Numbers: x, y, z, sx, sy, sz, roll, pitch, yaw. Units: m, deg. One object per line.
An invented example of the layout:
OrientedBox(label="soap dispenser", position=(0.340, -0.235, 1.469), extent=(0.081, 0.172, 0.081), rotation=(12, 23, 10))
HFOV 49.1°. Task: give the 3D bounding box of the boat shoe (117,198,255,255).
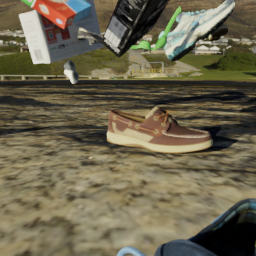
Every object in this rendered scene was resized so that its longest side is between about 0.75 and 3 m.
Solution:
OrientedBox(label="boat shoe", position=(0.331, 1.022, 1.785), extent=(0.916, 0.747, 2.176), rotation=(9, 15, 35))

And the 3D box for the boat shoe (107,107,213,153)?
OrientedBox(label="boat shoe", position=(0.635, -0.023, 6.324), extent=(2.502, 0.901, 0.903), rotation=(7, 14, 29))

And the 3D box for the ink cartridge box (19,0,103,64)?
OrientedBox(label="ink cartridge box", position=(-2.375, -3.769, 10.150), extent=(1.098, 2.299, 2.618), rotation=(10, 30, 41))

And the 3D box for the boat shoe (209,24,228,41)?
OrientedBox(label="boat shoe", position=(3.580, -3.980, 11.293), extent=(0.569, 0.605, 1.589), rotation=(-3, 4, -1))

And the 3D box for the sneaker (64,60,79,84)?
OrientedBox(label="sneaker", position=(-2.109, -1.988, 10.256), extent=(0.452, 0.910, 0.355), rotation=(-27, -17, 36))

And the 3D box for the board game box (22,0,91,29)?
OrientedBox(label="board game box", position=(-2.236, -3.813, 8.333), extent=(1.830, 0.369, 1.400), rotation=(34, 45, 0))

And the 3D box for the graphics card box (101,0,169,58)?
OrientedBox(label="graphics card box", position=(0.416, -2.726, 5.812), extent=(1.542, 0.625, 2.458), rotation=(-50, 0, -31))

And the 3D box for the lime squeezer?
OrientedBox(label="lime squeezer", position=(0.649, -2.764, 8.688), extent=(2.453, 0.866, 0.463), rotation=(-24, 32, 7))

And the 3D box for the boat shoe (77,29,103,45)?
OrientedBox(label="boat shoe", position=(-1.234, -3.067, 9.772), extent=(1.296, 0.407, 0.471), rotation=(27, -1, 21))

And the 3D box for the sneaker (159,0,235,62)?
OrientedBox(label="sneaker", position=(2.321, -3.623, 9.656), extent=(2.833, 1.223, 1.100), rotation=(-36, -3, 8))
